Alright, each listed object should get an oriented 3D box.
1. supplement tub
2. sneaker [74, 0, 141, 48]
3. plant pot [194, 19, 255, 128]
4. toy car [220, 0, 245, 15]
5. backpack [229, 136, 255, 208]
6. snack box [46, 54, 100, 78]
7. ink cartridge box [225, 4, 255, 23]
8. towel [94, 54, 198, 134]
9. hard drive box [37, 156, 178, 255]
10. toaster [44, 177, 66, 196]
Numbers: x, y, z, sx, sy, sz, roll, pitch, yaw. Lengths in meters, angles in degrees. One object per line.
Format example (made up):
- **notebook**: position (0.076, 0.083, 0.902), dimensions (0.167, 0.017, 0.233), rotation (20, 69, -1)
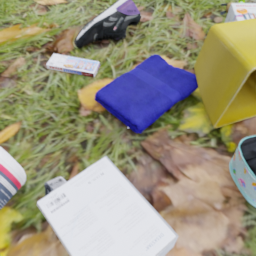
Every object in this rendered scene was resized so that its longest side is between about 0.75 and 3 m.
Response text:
- **supplement tub**: position (-3.754, 1.524, 6.268), dimensions (1.750, 1.750, 2.494), rotation (26, 59, 19)
- **sneaker**: position (-0.719, -3.798, 10.805), dimensions (2.842, 1.076, 1.244), rotation (-39, 102, -3)
- **plant pot**: position (3.328, -1.763, 8.097), dimensions (2.415, 2.415, 2.130), rotation (-15, 59, -18)
- **toy car**: position (4.455, -5.095, 12.028), dimensions (0.965, 0.792, 0.761), rotation (8, 52, 19)
- **backpack**: position (3.539, 1.045, 6.757), dimensions (2.060, 1.579, 1.811), rotation (-4, 51, -17)
- **snack box**: position (-1.989, -2.273, 10.165), dimensions (1.815, 0.221, 0.653), rotation (12, 54, 9)
- **ink cartridge box**: position (4.433, -3.334, 10.184), dimensions (1.489, 1.482, 2.049), rotation (1, 53, 1)
- **towel**: position (0.641, -1.154, 9.069), dimensions (2.925, 0.725, 2.160), rotation (-36, 56, -26)
- **hard drive box**: position (-0.491, 2.194, 6.270), dimensions (1.957, 0.964, 2.511), rotation (-33, 59, -22)
- **toaster**: position (-1.766, 1.582, 6.954), dimensions (0.436, 0.767, 0.495), rotation (33, 42, 33)
